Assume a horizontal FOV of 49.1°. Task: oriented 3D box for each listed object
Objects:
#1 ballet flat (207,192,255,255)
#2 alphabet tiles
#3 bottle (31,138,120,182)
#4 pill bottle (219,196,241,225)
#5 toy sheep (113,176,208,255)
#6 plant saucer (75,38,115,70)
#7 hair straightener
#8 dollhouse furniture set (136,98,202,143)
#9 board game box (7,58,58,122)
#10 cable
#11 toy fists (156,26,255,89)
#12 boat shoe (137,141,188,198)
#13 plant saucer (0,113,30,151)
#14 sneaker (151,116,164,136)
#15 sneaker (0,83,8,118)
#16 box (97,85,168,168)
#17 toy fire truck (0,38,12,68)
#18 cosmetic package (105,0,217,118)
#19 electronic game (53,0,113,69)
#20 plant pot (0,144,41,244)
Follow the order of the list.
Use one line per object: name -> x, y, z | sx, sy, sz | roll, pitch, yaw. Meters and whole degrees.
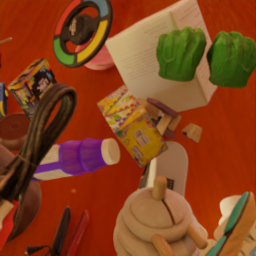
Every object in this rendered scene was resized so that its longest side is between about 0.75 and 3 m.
ballet flat -> 1.579, 1.665, 4.097 | 0.496, 0.541, 1.575 | 36, 64, 15
alphabet tiles -> 1.812, 3.289, 5.463 | 2.812, 0.210, 2.875 | -46, 58, -3
bottle -> -1.071, 0.571, 5.076 | 1.862, 0.778, 0.608 | -13, 75, 23
pill bottle -> 2.668, 2.529, 6.427 | 0.996, 0.996, 1.790 | 0, 48, 0
toy sheep -> 0.375, 1.351, 3.504 | 1.203, 1.745, 1.203 | 5, 25, -2
plant saucer -> -1.187, -3.105, 11.872 | 2.026, 0.514, 2.026 | 0, 49, 0
hair straightener -> -1.857, 3.084, 6.339 | 1.082, 0.576, 2.813 | 12, 53, 11
dollhouse furniture set -> 0.490, 0.101, 5.838 | 1.211, 1.085, 1.528 | 30, 1, -22
board game box -> -1.752, -0.731, 5.497 | 0.301, 0.878, 1.062 | -9, 36, 23
cable -> -1.431, 0.744, 3.866 | 0.715, 1.380, 2.842 | 28, 69, 29
toy fists -> 1.397, -1.308, 4.985 | 1.796, 0.916, 0.618 | 9, 40, 6
boat shoe -> 0.453, 1.484, 5.109 | 0.917, 0.869, 2.624 | 19, 59, -11
plant saucer -> -3.676, 0.030, 9.179 | 1.655, 0.303, 1.655 | -1, 48, 1
sneaker -> 0.558, -0.370, 9.257 | 1.916, 0.700, 1.072 | 21, 50, 17
sneaker -> -4.671, -1.007, 9.940 | 0.671, 0.564, 1.711 | -12, 49, -6
box -> 0.061, -0.027, 3.847 | 0.481, 0.789, 0.760 | -35, 40, 1
toy fire truck -> -3.316, -1.943, 7.113 | 0.528, 0.821, 0.723 | 13, 23, -36
cosmetic package -> 0.926, -1.591, 6.540 | 1.713, 2.059, 1.723 | -13, 24, 37
electronic game -> -1.164, -2.418, 6.881 | 1.981, 0.412, 1.981 | -10, 73, 35
plant pot -> -3.525, 1.218, 6.609 | 2.337, 2.500, 2.337 | 0, 47, 0
